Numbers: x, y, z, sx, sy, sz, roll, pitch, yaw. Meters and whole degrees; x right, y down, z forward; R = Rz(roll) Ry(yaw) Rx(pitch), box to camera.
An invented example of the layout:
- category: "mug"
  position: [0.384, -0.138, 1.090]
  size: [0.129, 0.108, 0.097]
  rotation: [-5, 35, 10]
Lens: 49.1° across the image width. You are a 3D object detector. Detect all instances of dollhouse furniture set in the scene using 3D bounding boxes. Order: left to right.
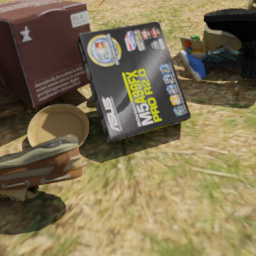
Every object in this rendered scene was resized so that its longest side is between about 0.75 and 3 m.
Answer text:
- category: "dollhouse furniture set"
  position: [4.016, -4.037, 10.126]
  size: [1.922, 2.536, 2.893]
  rotation: [17, 71, 16]

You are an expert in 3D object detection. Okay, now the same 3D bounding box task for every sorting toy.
- category: "sorting toy"
  position: [2.281, -2.971, 9.944]
  size: [1.022, 1.382, 0.203]
  rotation: [26, 86, 23]

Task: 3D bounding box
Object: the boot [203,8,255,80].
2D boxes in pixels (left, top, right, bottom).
- category: "boot"
  position: [3.606, -2.539, 8.658]
  size: [2.703, 2.021, 1.017]
  rotation: [10, 31, 17]

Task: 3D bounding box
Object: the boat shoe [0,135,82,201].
- category: "boat shoe"
  position: [-2.138, 0.962, 5.495]
  size: [2.659, 0.982, 1.006]
  rotation: [-18, 5, 10]

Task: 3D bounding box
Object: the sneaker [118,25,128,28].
- category: "sneaker"
  position: [-0.039, -2.332, 8.709]
  size: [0.743, 1.967, 0.693]
  rotation: [-5, 67, -13]

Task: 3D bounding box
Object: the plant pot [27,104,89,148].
- category: "plant pot"
  position: [-1.717, 0.060, 6.990]
  size: [1.513, 0.208, 1.513]
  rotation: [0, 58, 0]

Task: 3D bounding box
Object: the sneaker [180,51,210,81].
- category: "sneaker"
  position: [2.183, -2.117, 8.964]
  size: [0.622, 1.117, 0.429]
  rotation: [-35, 3, 7]

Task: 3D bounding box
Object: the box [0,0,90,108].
- category: "box"
  position: [-2.659, -2.294, 7.943]
  size: [2.677, 2.198, 2.221]
  rotation: [26, 44, 38]

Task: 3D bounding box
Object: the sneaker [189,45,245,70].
- category: "sneaker"
  position: [2.980, -2.404, 9.397]
  size: [1.971, 0.781, 0.743]
  rotation: [6, 17, 1]

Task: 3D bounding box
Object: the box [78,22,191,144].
- category: "box"
  position: [0.138, -1.215, 7.192]
  size: [2.207, 0.610, 2.755]
  rotation: [-14, 82, -17]
